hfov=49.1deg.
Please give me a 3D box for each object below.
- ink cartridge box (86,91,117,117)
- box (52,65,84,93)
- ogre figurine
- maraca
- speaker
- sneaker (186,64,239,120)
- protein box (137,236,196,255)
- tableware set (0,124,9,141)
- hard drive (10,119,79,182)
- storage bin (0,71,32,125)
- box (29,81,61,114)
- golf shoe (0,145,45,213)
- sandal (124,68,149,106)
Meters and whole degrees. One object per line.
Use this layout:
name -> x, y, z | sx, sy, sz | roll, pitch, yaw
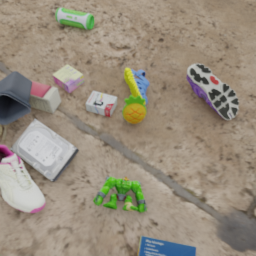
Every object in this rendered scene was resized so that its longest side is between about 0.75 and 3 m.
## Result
ink cartridge box -> -1.139, -1.027, 12.003 | 1.136, 0.471, 0.828 | 16, 56, 11
box -> -2.739, -2.264, 12.869 | 1.060, 0.512, 0.932 | 34, 61, 23
ogre figurine -> -0.229, 2.217, 9.447 | 1.757, 0.862, 1.054 | 2, 61, 7
maraca -> 0.256, -0.732, 11.223 | 0.979, 1.428, 0.764 | -3, 45, -5
speaker -> -2.907, -5.968, 15.317 | 2.016, 0.892, 0.892 | 16, 56, 12
sneaker -> 3.592, -1.524, 12.060 | 1.145, 1.185, 2.841 | -33, 76, -9
protein box -> 0.989, 4.144, 7.897 | 1.609, 1.093, 1.620 | 9, 55, 6
tableware set -> -5.582, -0.309, 11.540 | 1.422, 0.431, 2.152 | 4, 59, -11
hard drive -> -3.111, 0.815, 10.419 | 2.142, 0.405, 1.497 | 33, 77, 15
storage bin -> -4.539, -1.151, 10.813 | 2.047, 1.490, 1.375 | -19, 51, 33
box -> -3.714, -1.325, 11.953 | 1.400, 0.895, 0.763 | 16, 55, 11
golf shoe -> -3.831, 1.688, 9.450 | 2.822, 1.291, 1.063 | 35, 34, 21
sandal -> 0.520, -1.904, 12.439 | 0.960, 0.876, 2.205 | -10, 56, -12
